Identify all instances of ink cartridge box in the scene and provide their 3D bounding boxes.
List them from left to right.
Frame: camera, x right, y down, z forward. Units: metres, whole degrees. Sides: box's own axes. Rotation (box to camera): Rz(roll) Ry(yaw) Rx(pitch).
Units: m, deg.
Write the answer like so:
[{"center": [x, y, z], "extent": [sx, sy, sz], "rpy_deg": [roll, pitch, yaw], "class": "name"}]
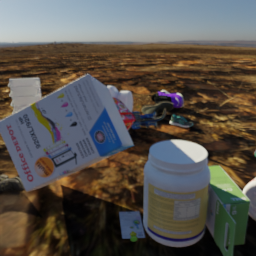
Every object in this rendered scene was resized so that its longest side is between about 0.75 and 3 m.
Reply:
[{"center": [-1.454, 0.164, 7.041], "extent": [2.499, 1.839, 1.807], "rpy_deg": [-26, -6, 8], "class": "ink cartridge box"}, {"center": [2.012, 1.732, 5.896], "extent": [0.599, 1.049, 2.021], "rpy_deg": [-3, 20, -5], "class": "ink cartridge box"}]

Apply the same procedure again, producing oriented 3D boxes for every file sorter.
[{"center": [-4.676, -1.194, 12.840], "extent": [1.315, 1.896, 1.180], "rpy_deg": [-5, 25, -14], "class": "file sorter"}]

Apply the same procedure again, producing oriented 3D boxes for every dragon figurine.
[{"center": [0.511, -0.303, 11.264], "extent": [1.181, 0.699, 2.375], "rpy_deg": [-2, -2, -27], "class": "dragon figurine"}]

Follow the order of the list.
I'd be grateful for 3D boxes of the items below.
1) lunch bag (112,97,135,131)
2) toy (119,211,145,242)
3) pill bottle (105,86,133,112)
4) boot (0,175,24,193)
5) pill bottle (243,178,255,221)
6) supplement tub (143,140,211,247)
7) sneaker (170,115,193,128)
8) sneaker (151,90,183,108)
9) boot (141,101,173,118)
[{"center": [-0.585, -0.364, 9.125], "extent": [1.645, 0.674, 1.449], "rpy_deg": [-7, 50, -51], "class": "lunch bag"}, {"center": [0.065, 2.137, 6.054], "extent": [0.467, 0.192, 0.812], "rpy_deg": [0, 20, -7], "class": "toy"}, {"center": [-1.341, -1.116, 12.815], "extent": [2.941, 1.633, 1.633], "rpy_deg": [4, 20, 14], "class": "pill bottle"}, {"center": [-3.386, 1.639, 7.224], "extent": [1.177, 0.407, 1.024], "rpy_deg": [3, 21, 33], "class": "boot"}, {"center": [3.611, 1.460, 6.614], "extent": [1.862, 1.079, 1.079], "rpy_deg": [-17, 26, -39], "class": "pill bottle"}, {"center": [0.988, 1.323, 5.838], "extent": [1.347, 1.853, 1.347], "rpy_deg": [0, 20, 0], "class": "supplement tub"}, {"center": [2.355, -0.318, 12.394], "extent": [1.063, 0.485, 0.413], "rpy_deg": [11, 23, 26], "class": "sneaker"}, {"center": [2.049, -1.468, 15.323], "extent": [1.123, 0.785, 2.258], "rpy_deg": [-16, 21, -24], "class": "sneaker"}, {"center": [1.506, -0.762, 13.632], "extent": [1.605, 0.622, 1.110], "rpy_deg": [-14, 25, 0], "class": "boot"}]
